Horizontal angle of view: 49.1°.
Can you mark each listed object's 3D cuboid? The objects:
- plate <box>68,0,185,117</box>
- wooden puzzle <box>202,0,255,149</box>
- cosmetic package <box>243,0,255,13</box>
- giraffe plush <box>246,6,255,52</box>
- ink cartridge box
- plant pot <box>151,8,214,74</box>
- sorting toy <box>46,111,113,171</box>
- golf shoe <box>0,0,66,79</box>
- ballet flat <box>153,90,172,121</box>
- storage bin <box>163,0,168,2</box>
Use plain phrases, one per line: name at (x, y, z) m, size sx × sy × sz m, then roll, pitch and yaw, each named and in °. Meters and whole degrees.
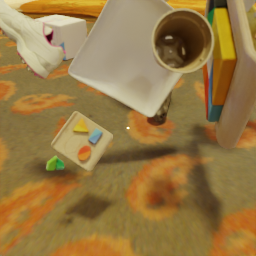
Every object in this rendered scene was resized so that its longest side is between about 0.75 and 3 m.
plate at (0.211, -1.602, 5.948) m, size 2.233 × 2.228 × 0.361 m, roll 26°, pitch 17°, yaw -24°
wooden puzzle at (1.650, -1.256, 5.060) m, size 0.488 × 2.423 × 2.619 m, roll -5°, pitch 59°, yaw 5°
cosmetic package at (2.522, -2.964, 5.680) m, size 0.533 × 1.049 × 0.388 m, roll 10°, pitch 49°, yaw -25°
giraffe plush at (2.805, -2.271, 6.747) m, size 1.658 × 1.431 × 1.345 m, roll 2°, pitch -14°, yaw 39°
ink cartridge box at (-3.608, -4.748, 14.500) m, size 2.621 × 1.685 × 1.641 m, roll 22°, pitch 39°, yaw 32°
plant pot at (0.770, -1.304, 4.535) m, size 0.941 × 0.941 × 0.861 m, roll -3°, pitch 4°, yaw -5°
sorting toy at (-0.897, 0.373, 4.918) m, size 0.848 × 0.169 × 1.147 m, roll 34°, pitch 76°, yaw -4°
golf shoe at (-1.821, -1.755, 5.107) m, size 0.788 × 1.722 × 0.649 m, roll -36°, pitch 4°, yaw 3°
ballet flat at (1.109, -0.885, 9.557) m, size 0.826 × 0.568 × 2.452 m, roll -18°, pitch 22°, yaw 19°
storage bin at (0.761, -4.240, 8.267) m, size 0.627 × 1.329 × 1.339 m, roll 22°, pitch 37°, yaw -41°
